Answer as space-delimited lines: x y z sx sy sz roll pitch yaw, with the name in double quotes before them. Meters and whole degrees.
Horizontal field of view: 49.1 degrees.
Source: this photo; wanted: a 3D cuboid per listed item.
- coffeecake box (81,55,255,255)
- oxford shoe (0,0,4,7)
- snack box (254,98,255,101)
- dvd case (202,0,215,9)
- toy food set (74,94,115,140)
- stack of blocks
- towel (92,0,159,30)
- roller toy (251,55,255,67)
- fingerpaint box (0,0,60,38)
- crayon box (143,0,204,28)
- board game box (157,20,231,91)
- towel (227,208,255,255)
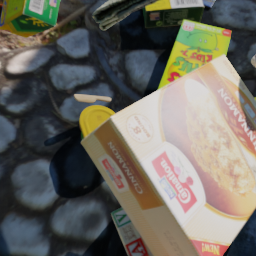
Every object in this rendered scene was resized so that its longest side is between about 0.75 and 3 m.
"coffeecake box" 1.019 0.330 4.208 2.682 0.980 2.059 -32 88 -36
"oxford shoe" -4.600 -4.652 9.288 2.608 0.951 0.930 9 63 5
"snack box" 2.740 0.796 6.540 1.915 0.713 2.692 -18 66 -8
"dvd case" 2.710 -4.523 9.719 0.636 0.078 0.892 25 65 14
"toy food set" -0.739 0.079 7.075 1.111 0.617 1.888 -5 62 -30
"stack of blocks" 0.460 2.704 5.560 1.378 0.701 2.394 -22 64 -11
"towel" 0.507 -2.243 4.474 1.967 0.353 2.043 -16 28 21
"roller toy" 2.450 -1.058 4.521 0.570 0.816 0.744 -50 64 25
"fingerpaint box" -2.191 -3.325 6.471 1.755 0.772 2.104 8 88 49
"crayon box" 1.342 -4.684 9.401 1.814 0.726 2.858 -4 63 1
"board game box" 1.855 -1.670 7.867 1.464 0.686 2.882 17 64 9
"towel" 2.459 1.375 4.632 0.586 1.347 2.414 37 65 -15
